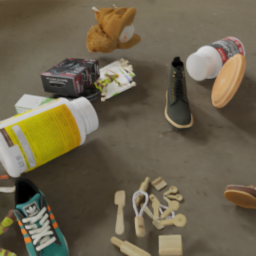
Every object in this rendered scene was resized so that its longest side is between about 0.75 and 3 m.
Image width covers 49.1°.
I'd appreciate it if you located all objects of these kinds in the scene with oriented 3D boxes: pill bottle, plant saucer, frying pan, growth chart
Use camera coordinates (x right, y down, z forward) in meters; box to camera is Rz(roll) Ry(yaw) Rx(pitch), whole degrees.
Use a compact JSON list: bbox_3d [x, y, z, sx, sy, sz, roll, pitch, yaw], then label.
[{"bbox_3d":[3.916,-3.070,12.594,2.502,1.449,1.449,-27,47,-28],"label":"pill bottle"},{"bbox_3d":[3.685,-1.774,10.534,0.336,2.081,2.081,21,41,-3],"label":"plant saucer"},{"bbox_3d":[-2.169,-1.126,10.905,2.313,0.376,1.399,-22,25,-20],"label":"frying pan"},{"bbox_3d":[-0.581,-2.193,12.147,1.791,0.219,2.474,-23,42,-1],"label":"growth chart"},{"bbox_3d":[-2.466,0.133,8.567,2.995,1.636,1.636,-27,47,-28],"label":"pill bottle"}]

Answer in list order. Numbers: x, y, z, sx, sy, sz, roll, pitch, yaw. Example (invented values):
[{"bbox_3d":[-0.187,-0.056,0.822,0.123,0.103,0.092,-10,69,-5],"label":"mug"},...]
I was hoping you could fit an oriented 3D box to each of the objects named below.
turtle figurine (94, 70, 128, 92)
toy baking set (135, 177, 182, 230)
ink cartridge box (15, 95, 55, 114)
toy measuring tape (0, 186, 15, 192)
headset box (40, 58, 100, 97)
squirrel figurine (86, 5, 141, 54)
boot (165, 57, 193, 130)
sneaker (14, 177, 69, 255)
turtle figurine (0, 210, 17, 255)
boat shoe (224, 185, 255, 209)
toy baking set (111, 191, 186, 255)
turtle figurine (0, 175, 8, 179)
[{"bbox_3d":[-0.714,-1.845,11.016,1.073,0.428,1.330,-35,57,-18],"label":"turtle figurine"},{"bbox_3d":[0.791,1.928,7.558,1.175,0.178,1.531,18,43,20],"label":"toy baking set"},{"bbox_3d":[-3.433,-0.796,10.625,1.441,0.427,0.748,9,44,11],"label":"ink cartridge box"},{"bbox_3d":[-3.816,1.570,7.773,1.350,0.497,0.497,2,40,2],"label":"toy measuring tape"},{"bbox_3d":[-2.403,-2.114,11.648,1.626,0.844,2.185,11,36,23],"label":"headset box"},{"bbox_3d":[-1.071,-4.943,13.857,2.722,1.926,2.540,-41,59,-5],"label":"squirrel figurine"},{"bbox_3d":[1.803,-1.278,10.174,0.973,1.738,2.513,-5,39,-3],"label":"boot"},{"bbox_3d":[-2.155,2.188,6.510,0.861,0.964,2.412,-27,53,-20],"label":"sneaker"},{"bbox_3d":[-3.369,2.549,6.440,1.986,0.640,1.602,7,40,8],"label":"turtle figurine"},{"bbox_3d":[3.355,1.819,7.418,1.601,0.563,0.563,17,46,7],"label":"boat shoe"},{"bbox_3d":[0.396,2.350,6.776,2.169,0.252,1.665,12,49,29],"label":"toy baking set"},{"bbox_3d":[-4.525,0.628,7.763,2.407,1.941,0.775,22,69,16],"label":"turtle figurine"}]
